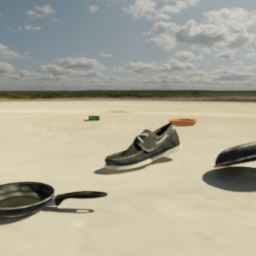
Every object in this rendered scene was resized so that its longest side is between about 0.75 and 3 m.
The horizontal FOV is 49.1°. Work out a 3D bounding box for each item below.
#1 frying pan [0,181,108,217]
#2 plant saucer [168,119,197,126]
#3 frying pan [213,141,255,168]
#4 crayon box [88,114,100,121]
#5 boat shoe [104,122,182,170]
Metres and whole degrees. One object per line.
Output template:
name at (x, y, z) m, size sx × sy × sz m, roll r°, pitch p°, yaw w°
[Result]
frying pan at (-1.359, 1.068, 4.440) m, size 1.865 × 0.304 × 1.128 m, roll -1°, pitch 8°, yaw -19°
plant saucer at (2.888, -0.297, 14.798) m, size 1.502 × 0.281 × 1.502 m, roll 0°, pitch 7°, yaw 0°
frying pan at (3.151, 0.525, 6.105) m, size 2.801 × 0.456 × 1.695 m, roll -6°, pitch -14°, yaw -19°
crayon box at (-2.100, -0.639, 17.131) m, size 0.685 × 0.336 × 1.152 m, roll -1°, pitch 8°, yaw -8°
boat shoe at (0.353, 0.448, 6.880) m, size 2.365 × 0.800 × 0.849 m, roll -17°, pitch 11°, yaw -37°
